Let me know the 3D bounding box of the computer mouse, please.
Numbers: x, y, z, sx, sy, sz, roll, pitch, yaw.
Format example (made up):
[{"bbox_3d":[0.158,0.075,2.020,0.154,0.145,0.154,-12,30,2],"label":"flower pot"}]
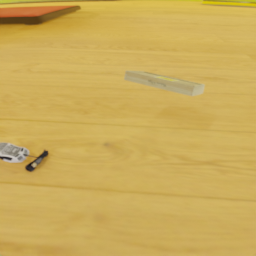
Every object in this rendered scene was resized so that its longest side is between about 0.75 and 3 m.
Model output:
[{"bbox_3d":[-3.553,0.901,9.054,1.751,0.384,0.960,14,39,11],"label":"computer mouse"}]

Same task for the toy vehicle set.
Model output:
[{"bbox_3d":[1.135,-1.404,8.641,2.185,0.290,1.358,18,17,25],"label":"toy vehicle set"}]
